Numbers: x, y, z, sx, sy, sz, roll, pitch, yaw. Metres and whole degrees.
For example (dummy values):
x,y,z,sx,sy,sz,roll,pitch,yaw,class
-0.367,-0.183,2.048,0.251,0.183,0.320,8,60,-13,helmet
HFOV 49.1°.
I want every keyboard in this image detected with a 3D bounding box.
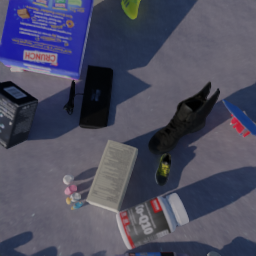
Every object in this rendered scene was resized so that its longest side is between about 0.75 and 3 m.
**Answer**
x,y,z,sx,sy,sz,roll,pitch,yaw,class
-1.240,-1.008,8.751,1.373,0.223,2.161,7,68,-4,keyboard

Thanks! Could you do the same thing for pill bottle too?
x,y,z,sx,sy,sz,roll,pitch,yaw,class
0.593,2.230,6.848,1.583,0.902,0.902,-22,70,-2,pill bottle

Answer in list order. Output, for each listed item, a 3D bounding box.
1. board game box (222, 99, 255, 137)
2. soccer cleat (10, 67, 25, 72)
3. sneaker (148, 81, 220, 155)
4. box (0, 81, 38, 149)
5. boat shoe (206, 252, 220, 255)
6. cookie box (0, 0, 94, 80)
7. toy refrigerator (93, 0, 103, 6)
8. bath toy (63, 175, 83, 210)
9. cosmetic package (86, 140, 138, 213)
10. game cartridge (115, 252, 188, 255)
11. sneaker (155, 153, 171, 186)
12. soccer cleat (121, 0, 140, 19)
x,y,z,sx,sy,sz,roll,pitch,yaw,class
3.158,-0.146,7.927,0.329,1.688,1.334,-46,54,25,board game box
-3.686,-2.427,9.188,0.571,0.460,1.340,-14,74,-10,soccer cleat
1.519,-0.254,7.850,2.342,1.221,0.703,-30,53,-13,sneaker
-3.313,-0.367,7.771,1.087,1.465,0.784,33,29,12,box
1.882,3.622,6.464,0.549,0.448,1.485,19,40,4,boat shoe
-2.412,-3.077,8.543,2.364,1.038,2.763,11,86,-7,cookie box
-1.122,-5.362,10.025,2.928,1.025,1.112,-38,74,-13,toy refrigerator
-1.530,1.733,7.601,0.402,0.342,0.925,-20,71,-8,bath toy
-0.393,1.305,7.545,0.885,0.747,1.713,18,69,6,cosmetic package
0.580,3.565,6.622,1.853,0.356,1.201,-1,45,-1,game cartridge
0.986,1.123,7.801,0.356,0.405,0.956,11,69,5,sneaker
0.197,-4.513,9.676,0.759,0.587,1.815,-26,47,37,soccer cleat
